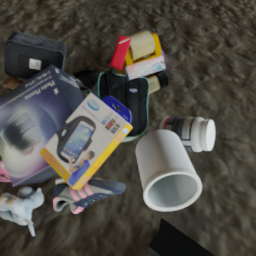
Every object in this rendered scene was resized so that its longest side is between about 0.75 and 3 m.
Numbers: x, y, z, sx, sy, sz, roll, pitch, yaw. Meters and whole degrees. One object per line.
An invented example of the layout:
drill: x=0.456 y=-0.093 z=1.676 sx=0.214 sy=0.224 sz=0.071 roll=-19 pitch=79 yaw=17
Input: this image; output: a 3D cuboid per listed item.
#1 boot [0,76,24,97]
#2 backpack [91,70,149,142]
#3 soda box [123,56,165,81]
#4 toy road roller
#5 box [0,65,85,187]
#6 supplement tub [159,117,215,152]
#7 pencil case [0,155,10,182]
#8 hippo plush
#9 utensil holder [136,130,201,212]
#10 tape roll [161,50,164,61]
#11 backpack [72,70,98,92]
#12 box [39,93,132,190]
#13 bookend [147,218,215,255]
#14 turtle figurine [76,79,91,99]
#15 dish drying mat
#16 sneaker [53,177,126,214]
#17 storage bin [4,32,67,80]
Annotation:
boot: x=-4.011 y=-0.608 z=9.802 sx=2.075 sy=1.605 sz=0.764 roll=-52 pitch=34 yaw=-8
backpack: x=-0.323 y=-0.593 z=9.648 sx=1.961 sy=1.710 sz=2.231 roll=4 pitch=69 yaw=-24
soda box: x=0.461 y=-1.708 z=8.043 sx=1.141 sy=0.390 sz=0.363 roll=-19 pitch=8 yaw=-9
toy road roller: x=0.300 y=-2.500 z=11.501 sx=1.640 sy=2.669 sz=1.948 roll=-27 pitch=27 yaw=-22
box: x=-2.475 y=0.005 z=8.470 sx=2.622 sy=1.616 sz=2.600 roll=-29 pitch=79 yaw=11
supplement tub: x=1.954 y=0.200 z=9.375 sx=1.627 sy=1.142 sz=1.142 roll=4 pitch=44 yaw=31
pencil case: x=-4.053 y=0.560 z=9.678 sx=1.153 sy=1.103 sz=2.664 roll=-12 pitch=49 yaw=-6
hippo plush: x=-2.973 y=2.125 z=8.097 sx=1.366 sy=1.088 sz=1.099 roll=20 pitch=39 yaw=16
utensil holder: x=1.071 y=1.164 z=8.089 sx=1.573 sy=1.573 sz=1.851 roll=-5 pitch=38 yaw=-5
tape roll: x=0.948 y=-3.381 z=13.670 sx=1.590 sy=0.522 sz=1.590 roll=1 pitch=48 yaw=-1
backpack: x=-1.647 y=-1.789 z=10.573 sx=0.992 sy=0.753 sz=1.189 roll=-19 pitch=23 yaw=-13
box: x=-0.934 y=0.200 z=6.612 sx=1.304 sy=0.454 sz=2.191 roll=39 pitch=90 yaw=25
bookend: x=1.070 y=3.609 z=7.119 sx=1.746 sy=0.809 sz=1.757 roll=29 pitch=55 yaw=25
turtle figurine: x=-2.260 y=-1.460 z=10.468 sx=1.403 sy=2.086 sz=2.787 roll=-39 pitch=82 yaw=-1
dish drying mat: x=-0.276 y=-2.678 z=9.977 sx=0.447 sy=1.165 sz=0.106 roll=18 pitch=3 yaw=-15
sneaker: x=-0.992 y=1.688 z=6.892 sx=2.085 sy=0.731 sz=0.855 roll=-8 pitch=63 yaw=32
storage bin: x=-3.044 y=-2.280 z=9.261 sx=1.820 sy=1.230 sz=0.853 roll=10 pitch=35 yaw=-11
